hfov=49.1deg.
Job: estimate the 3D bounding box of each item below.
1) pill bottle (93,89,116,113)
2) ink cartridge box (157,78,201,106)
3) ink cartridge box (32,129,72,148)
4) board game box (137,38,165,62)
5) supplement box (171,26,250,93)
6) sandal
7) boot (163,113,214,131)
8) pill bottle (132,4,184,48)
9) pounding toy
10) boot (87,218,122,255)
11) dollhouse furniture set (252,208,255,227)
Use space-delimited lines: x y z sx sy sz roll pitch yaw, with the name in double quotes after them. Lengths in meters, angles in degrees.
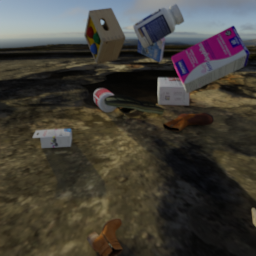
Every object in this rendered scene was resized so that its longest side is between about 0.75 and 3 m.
-1.187 -1.424 13.890 0.938 0.938 1.670 -7 22 -19 "pill bottle"
2.695 -2.015 15.309 2.120 1.013 2.415 2 21 4 "ink cartridge box"
-2.668 0.374 9.943 1.256 0.426 0.723 -2 21 -6 "ink cartridge box"
0.808 -2.957 10.050 0.977 0.982 0.213 29 61 17 "board game box"
3.166 -2.599 10.967 2.568 1.299 1.327 -26 -15 13 "supplement box"
0.279 -0.846 12.759 2.832 0.808 1.125 12 23 -17 "sandal"
2.461 -0.236 11.376 1.521 0.553 1.616 18 28 39 "boot"
0.918 -3.092 8.443 1.422 0.789 0.789 -27 17 13 "pill bottle"
-0.933 -2.728 8.505 0.800 1.536 1.748 -18 -15 -23 "pounding toy"
-0.311 2.155 5.478 0.838 0.321 0.651 -17 27 -37 "boot"
3.674 1.658 5.362 1.873 1.329 1.484 -3 21 -7 "dollhouse furniture set"
